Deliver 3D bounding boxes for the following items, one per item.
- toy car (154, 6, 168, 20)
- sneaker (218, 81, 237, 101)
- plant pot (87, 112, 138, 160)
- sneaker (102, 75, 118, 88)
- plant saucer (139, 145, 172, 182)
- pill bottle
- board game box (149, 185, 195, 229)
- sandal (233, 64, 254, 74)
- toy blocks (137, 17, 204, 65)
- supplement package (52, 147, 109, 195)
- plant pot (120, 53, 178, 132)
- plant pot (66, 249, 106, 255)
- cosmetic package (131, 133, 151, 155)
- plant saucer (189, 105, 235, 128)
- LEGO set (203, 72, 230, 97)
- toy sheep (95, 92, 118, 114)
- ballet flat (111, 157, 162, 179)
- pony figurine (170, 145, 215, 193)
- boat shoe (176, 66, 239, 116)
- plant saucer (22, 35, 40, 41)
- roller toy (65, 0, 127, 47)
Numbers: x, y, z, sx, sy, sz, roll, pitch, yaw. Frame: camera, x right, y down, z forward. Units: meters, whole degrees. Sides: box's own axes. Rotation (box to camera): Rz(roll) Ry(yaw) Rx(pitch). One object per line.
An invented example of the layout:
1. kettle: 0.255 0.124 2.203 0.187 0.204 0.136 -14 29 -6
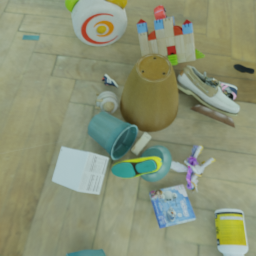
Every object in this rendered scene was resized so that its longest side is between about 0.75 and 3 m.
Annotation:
1. toy car: 1.804 -4.172 12.207 2.007 0.476 2.133 18 102 18
2. sneaker: 3.824 -1.579 11.879 1.582 0.555 0.649 11 60 7
3. plant pot: -0.649 0.192 10.536 1.452 1.483 1.483 34 68 25
4. sneaker: -0.801 -1.932 12.134 0.383 0.339 0.906 -47 58 -1
5. plant saucer: 0.899 1.256 10.256 1.429 0.257 1.429 -19 54 29
6. pill bottle: 3.378 3.568 9.163 0.938 0.938 1.675 2 64 1
7. board game box: 1.508 2.695 9.696 1.260 0.275 1.266 -10 53 -9
8. sandal: 5.083 -2.547 12.364 0.917 0.220 0.345 24 65 17
9. toy blocks: 1.609 -3.684 11.670 2.885 1.972 1.442 -4 21 18
10. supplement package: -1.664 1.435 9.599 1.651 0.915 1.286 5 77 47
11. plant pot: 0.882 -1.474 10.690 2.470 2.650 2.470 0 65 0
12. plant pot: -1.233 4.357 8.721 1.136 1.209 1.209 -11 63 -22
13. cosmetic package: 0.483 0.605 10.533 0.304 0.450 0.855 38 81 7
14. plant saucer: 3.250 -0.492 10.679 1.826 1.826 0.334 24 98 11
15. LEGO set: 3.256 -1.570 10.585 1.318 0.856 0.373 44 114 -1
16. toy sheep: -0.858 -1.053 11.404 0.984 0.984 1.427 -6 32 -3
17. ballet flat: 0.332 1.368 9.903 1.962 0.658 0.656 -15 97 33
18. pony figurine: 2.324 1.396 10.092 1.460 1.260 1.513 43 68 -20
19. boat shoe: 3.267 -1.510 11.324 2.872 0.982 1.073 33 28 16
20. plant saucer: -4.703 -4.365 13.523 0.807 0.077 0.282 2 64 2
21. roller toy: -1.270 -4.937 12.488 2.611 2.381 1.824 -13 65 1
